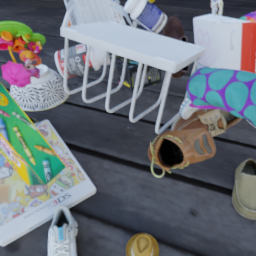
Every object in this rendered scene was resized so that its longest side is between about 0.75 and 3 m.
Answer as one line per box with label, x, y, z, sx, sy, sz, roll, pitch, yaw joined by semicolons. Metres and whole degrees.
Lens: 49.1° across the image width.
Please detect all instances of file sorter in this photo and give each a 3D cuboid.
file sorter;0.033;-1.290;6.578;2.702;1.683;1.875;24;33;21

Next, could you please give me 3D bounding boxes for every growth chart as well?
growth chart;3.112;-3.776;10.089;0.245;2.762;1.999;3;7;5

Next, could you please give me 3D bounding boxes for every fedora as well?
fedora;0.339;2.810;6.589;0.845;0.345;0.845;0;39;0

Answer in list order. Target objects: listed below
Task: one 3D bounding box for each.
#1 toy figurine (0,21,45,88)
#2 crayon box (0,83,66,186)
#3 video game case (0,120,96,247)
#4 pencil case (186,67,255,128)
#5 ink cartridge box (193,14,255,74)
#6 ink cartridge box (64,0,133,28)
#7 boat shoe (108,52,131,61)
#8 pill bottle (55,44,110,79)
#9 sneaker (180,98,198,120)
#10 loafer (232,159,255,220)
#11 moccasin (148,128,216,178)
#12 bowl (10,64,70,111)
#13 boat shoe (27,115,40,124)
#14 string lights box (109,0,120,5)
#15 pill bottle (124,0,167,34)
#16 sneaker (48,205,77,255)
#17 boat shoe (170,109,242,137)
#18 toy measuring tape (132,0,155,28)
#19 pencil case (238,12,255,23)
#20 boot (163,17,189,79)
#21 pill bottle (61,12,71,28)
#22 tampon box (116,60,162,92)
toy figurine;-3.427;-2.160;9.052;1.970;1.479;1.813;-3;72;-47
crayon box;-2.424;0.224;6.021;0.638;2.189;1.300;-43;14;-32
video game case;-2.830;1.293;7.928;2.703;0.340;2.970;-26;60;-29
pencil case;1.823;-0.541;4.809;0.799;0.867;1.877;13;11;-27
ink cartridge box;2.971;-1.872;8.130;0.851;2.424;2.983;-16;31;-8
ink cartridge box;-0.921;-3.786;9.830;2.552;0.728;2.074;8;55;-47
boat shoe;-0.087;-2.532;9.498;1.776;0.565;0.628;-7;0;-20
pill bottle;-1.316;-2.018;8.216;1.458;0.845;0.845;-15;38;6
sneaker;1.698;-0.621;6.599;0.471;1.257;0.545;-10;50;-44
loafer;3.339;1.623;7.841;0.754;0.669;1.984;7;39;9
moccasin;0.892;0.550;6.008;0.906;0.858;2.347;-19;3;-18
bowl;-3.882;-1.921;11.954;2.609;1.224;2.609;0;39;0
boat shoe;-3.259;0.059;9.963;0.588;0.530;1.636;-29;47;-32
string lights box;-1.225;-5.715;11.491;0.955;1.859;0.548;-19;33;23
pill bottle;0.603;-4.055;9.982;1.433;0.829;0.829;29;30;-25
sneaker;-1.507;2.701;6.267;0.809;0.935;2.158;-7;40;-11
boat shoe;2.120;-0.186;7.276;2.356;0.892;0.846;-30;19;-21
toy measuring tape;0.669;-4.938;11.216;0.914;2.485;0.914;11;21;-4
pencil case;4.464;-3.643;9.903;2.461;1.087;1.087;-29;46;-21
boot;1.856;-3.043;10.098;0.877;2.423;2.016;-2;2;-3
pill bottle;-1.426;-4.046;11.446;2.356;1.345;1.345;18;33;-20
tampon box;0.357;-1.762;9.061;1.173;0.741;0.879;-19;30;-20
